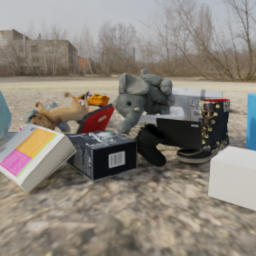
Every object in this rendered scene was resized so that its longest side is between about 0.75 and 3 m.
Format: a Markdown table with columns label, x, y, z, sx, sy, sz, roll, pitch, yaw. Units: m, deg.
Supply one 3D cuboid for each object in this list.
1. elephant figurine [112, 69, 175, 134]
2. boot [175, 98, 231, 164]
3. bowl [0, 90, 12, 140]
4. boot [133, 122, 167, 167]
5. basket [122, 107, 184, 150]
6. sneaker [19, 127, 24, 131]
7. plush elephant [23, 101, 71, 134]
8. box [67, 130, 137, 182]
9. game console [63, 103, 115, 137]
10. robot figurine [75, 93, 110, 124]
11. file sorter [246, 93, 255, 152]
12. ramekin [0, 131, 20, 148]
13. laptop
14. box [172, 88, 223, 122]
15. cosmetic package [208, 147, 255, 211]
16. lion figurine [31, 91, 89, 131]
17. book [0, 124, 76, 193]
| label | x | y | z | sx | sy | sz | roll | pitch | yaw |
| --- | --- | --- | --- | --- | --- | --- | --- | --- | --- |
| elephant figurine | 0.214 | -0.989 | 9.481 | 2.539 | 1.797 | 1.970 | -13 | 17 | -32 |
| boot | 2.538 | 0.056 | 9.207 | 2.527 | 1.903 | 0.925 | -11 | 18 | -34 |
| bowl | -4.865 | -0.155 | 8.990 | 2.718 | 1.422 | 2.718 | -24 | 35 | 18 |
| boot | 0.760 | 0.501 | 8.189 | 1.377 | 1.128 | 0.510 | 36 | 51 | -3 |
| basket | 0.939 | -0.011 | 10.592 | 2.223 | 1.371 | 1.507 | 0 | 17 | 6 |
| sneaker | -4.190 | 0.209 | 11.872 | 1.232 | 0.455 | 0.539 | 18 | 21 | 41 |
| plush elephant | -3.472 | -0.251 | 11.826 | 1.433 | 1.524 | 1.851 | -37 | -18 | -17 |
| box | -0.796 | 0.747 | 8.344 | 1.550 | 0.961 | 1.524 | -10 | 17 | -36 |
| game console | -1.998 | 0.004 | 10.271 | 1.676 | 2.434 | 2.824 | 29 | 19 | 7 |
| robot figurine | -2.034 | -1.054 | 14.153 | 2.453 | 1.778 | 0.714 | 5 | -14 | 41 |
| file sorter | 5.162 | 0.016 | 8.955 | 1.801 | 2.037 | 2.936 | -2 | 13 | 5 |
| ramekin | -4.175 | 0.559 | 9.873 | 1.244 | 0.653 | 1.244 | 1 | 13 | 0 |
| laptop | 1.639 | 0.220 | 8.150 | 1.318 | 0.768 | 1.488 | 8 | -2 | 32 |
| box | 2.386 | -0.590 | 11.490 | 2.670 | 2.082 | 0.550 | 5 | 38 | 15 |
| cosmetic package | 3.185 | 1.208 | 6.227 | 2.413 | 1.024 | 1.299 | 10 | 18 | 39 |
| lion figurine | -2.438 | -0.458 | 10.397 | 2.786 | 1.010 | 1.706 | -27 | 44 | -13 |
| book | -2.835 | 0.723 | 7.927 | 2.493 | 0.599 | 1.666 | 15 | 53 | 47 |
